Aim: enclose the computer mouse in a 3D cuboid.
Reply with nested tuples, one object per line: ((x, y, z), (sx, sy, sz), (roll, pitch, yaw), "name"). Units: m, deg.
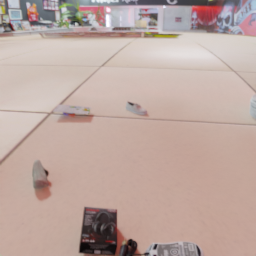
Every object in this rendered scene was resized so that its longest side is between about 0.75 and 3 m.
((0.724, 2.940, 6.237), (1.899, 0.417, 1.041), (-2, 21, 7), "computer mouse")

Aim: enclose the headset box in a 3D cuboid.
((-0.713, 2.458, 6.870), (0.866, 0.450, 1.164), (7, 34, -6), "headset box")

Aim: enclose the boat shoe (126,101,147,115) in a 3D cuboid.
((0.400, -1.041, 14.482), (1.385, 0.453, 0.509), (19, 32, 35), "boat shoe")

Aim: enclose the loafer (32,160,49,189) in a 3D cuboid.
((-2.865, 1.510, 9.167), (0.497, 0.498, 1.425), (5, 26, -23), "loafer")

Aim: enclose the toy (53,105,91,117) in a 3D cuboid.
((-2.768, -0.797, 14.040), (1.723, 0.407, 0.992), (1, 23, 3), "toy")

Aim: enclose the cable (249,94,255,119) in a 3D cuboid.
((7.472, -0.927, 13.620), (2.932, 1.015, 2.932), (6, 25, 15), "cable")
